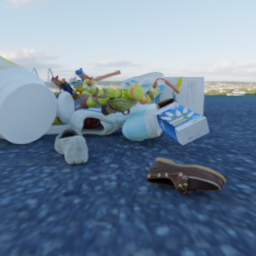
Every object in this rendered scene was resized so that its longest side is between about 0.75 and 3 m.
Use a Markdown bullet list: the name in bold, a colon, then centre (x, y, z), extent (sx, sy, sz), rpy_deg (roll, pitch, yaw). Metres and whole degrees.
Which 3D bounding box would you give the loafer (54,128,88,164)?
- **loafer**: centre (-1.168, 0.279, 5.716), extent (0.580, 0.579, 1.658), rpy_deg (-4, 9, -25)

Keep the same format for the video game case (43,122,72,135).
- **video game case**: centre (-3.051, -0.050, 9.021), extent (2.346, 0.268, 2.135), rpy_deg (-3, 9, -22)

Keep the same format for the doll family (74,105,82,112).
- **doll family**: centre (-1.588, -0.356, 9.974), extent (0.605, 0.974, 0.439), rpy_deg (9, 54, 46)

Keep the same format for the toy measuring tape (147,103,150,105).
- **toy measuring tape**: centre (0.444, -0.782, 12.870), extent (0.907, 0.907, 2.466), rpy_deg (-2, -10, -14)

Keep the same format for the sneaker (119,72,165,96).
- **sneaker**: centre (0.533, -1.777, 12.826), extent (2.475, 1.000, 0.947), rpy_deg (-12, -12, 40)

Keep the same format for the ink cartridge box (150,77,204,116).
- **ink cartridge box**: centre (2.352, -1.586, 13.866), extent (2.589, 1.873, 1.906), rpy_deg (1, 9, 9)

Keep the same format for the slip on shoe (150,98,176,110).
- **slip on shoe**: centre (0.836, -0.540, 9.748), extent (2.273, 0.689, 0.864), rpy_deg (-12, 33, -29)

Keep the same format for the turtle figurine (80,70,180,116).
- **turtle figurine**: centre (-0.145, -0.702, 6.846), extent (2.551, 0.822, 2.057), rpy_deg (-2, -4, -36)

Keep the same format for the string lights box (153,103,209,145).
- **string lights box**: centre (1.041, -0.118, 5.745), extent (0.608, 0.349, 1.184), rpy_deg (-25, 26, -11)

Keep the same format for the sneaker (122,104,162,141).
- **sneaker**: centre (0.343, -0.145, 7.592), extent (1.003, 0.904, 2.447), rpy_deg (-11, 0, 9)

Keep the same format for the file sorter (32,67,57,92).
- **file sorter**: centre (-3.889, -1.216, 10.212), extent (2.458, 1.531, 1.706), rpy_deg (-2, -22, -4)

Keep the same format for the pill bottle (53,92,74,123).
- **pill bottle**: centre (-2.657, -0.633, 8.706), extent (1.773, 0.969, 0.969), rpy_deg (1, 8, 14)

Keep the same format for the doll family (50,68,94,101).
- **doll family**: centre (-1.705, -1.226, 8.717), extent (1.447, 0.652, 0.898), rpy_deg (-10, -29, 23)

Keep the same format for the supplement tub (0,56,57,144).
- **supplement tub**: centre (-3.261, -0.822, 7.283), extent (2.551, 1.855, 1.855), rpy_deg (28, 23, 33)

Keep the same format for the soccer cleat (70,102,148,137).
- **soccer cleat**: centre (-0.440, -0.199, 8.313), extent (2.491, 0.870, 1.076), rpy_deg (-10, 33, -17)

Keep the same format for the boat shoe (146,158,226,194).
- **boat shoe**: centre (0.733, 0.706, 3.765), extent (1.096, 0.386, 0.385), rpy_deg (5, 47, 44)
